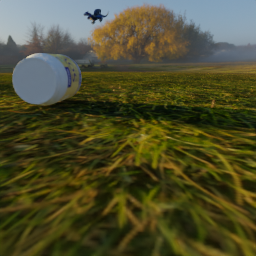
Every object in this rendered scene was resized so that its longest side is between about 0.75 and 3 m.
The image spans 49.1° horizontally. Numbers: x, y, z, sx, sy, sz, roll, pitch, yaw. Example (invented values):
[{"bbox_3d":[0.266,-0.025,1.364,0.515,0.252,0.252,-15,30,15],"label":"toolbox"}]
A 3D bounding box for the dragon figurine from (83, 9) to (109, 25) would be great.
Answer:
[{"bbox_3d":[-1.044,-3.908,9.729,1.063,0.313,0.528,-22,-2,-21],"label":"dragon figurine"}]

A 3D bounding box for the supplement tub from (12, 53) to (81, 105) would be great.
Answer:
[{"bbox_3d":[-3.145,-1.961,11.189,1.967,1.967,2.706,2,14,7],"label":"supplement tub"}]
